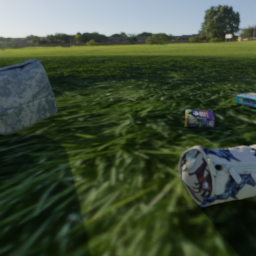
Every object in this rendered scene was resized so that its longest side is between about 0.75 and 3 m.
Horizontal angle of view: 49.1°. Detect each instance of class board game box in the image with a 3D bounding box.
[{"bbox_3d":[2.353,-0.318,9.318,0.920,0.316,1.113,2,18,11],"label":"board game box"},{"bbox_3d":[5.510,-1.150,11.856,1.099,0.342,1.456,-10,20,-28],"label":"board game box"}]

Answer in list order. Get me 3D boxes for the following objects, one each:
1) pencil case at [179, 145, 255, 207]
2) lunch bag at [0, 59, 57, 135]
[{"bbox_3d":[2.270,0.713,4.893,2.586,1.006,1.157,-4,-6,-14],"label":"pencil case"},{"bbox_3d":[-3.400,-1.026,8.537,1.480,1.781,2.124,18,35,42],"label":"lunch bag"}]
